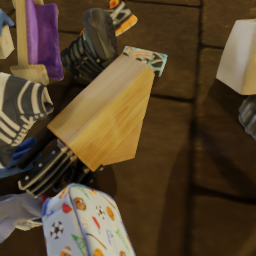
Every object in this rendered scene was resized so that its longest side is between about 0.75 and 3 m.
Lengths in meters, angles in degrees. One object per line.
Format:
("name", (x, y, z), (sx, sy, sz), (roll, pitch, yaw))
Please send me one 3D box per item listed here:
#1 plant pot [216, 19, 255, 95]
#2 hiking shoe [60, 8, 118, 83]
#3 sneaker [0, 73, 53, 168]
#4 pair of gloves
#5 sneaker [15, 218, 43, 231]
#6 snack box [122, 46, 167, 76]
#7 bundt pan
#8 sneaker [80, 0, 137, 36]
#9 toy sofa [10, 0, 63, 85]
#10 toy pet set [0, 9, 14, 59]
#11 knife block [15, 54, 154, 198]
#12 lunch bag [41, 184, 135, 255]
("plant pot", (3.596, -1.977, 7.380), (1.857, 1.646, 1.859), (-4, 23, -2))
("hiking shoe", (-0.994, -1.765, 6.955), (1.480, 2.941, 1.114), (-6, 74, -1))
("sneaker", (-2.139, -0.028, 5.662), (1.082, 1.995, 0.699), (9, 18, -6))
("pair of gloves", (-2.773, 1.276, 5.834), (2.256, 0.320, 2.807), (-20, 45, -7))
("sneaker", (-1.938, 1.782, 5.498), (1.042, 0.444, 0.401), (4, 38, 5))
("snack box", (0.452, -2.096, 8.735), (1.359, 0.252, 0.789), (15, 54, 9))
("bundt pan", (3.968, -0.432, 7.094), (2.090, 0.784, 2.090), (-1, 50, 1))
("sneaker", (-0.903, -3.109, 8.759), (2.650, 1.023, 1.037), (-45, 22, -27))
("toy sofa", (-2.606, -2.663, 7.964), (1.311, 1.112, 2.686), (-4, 80, -11))
("toy pet set", (-4.771, -2.729, 8.209), (2.355, 1.340, 2.523), (0, 38, 1))
("knife block", (-0.921, 0.009, 5.551), (2.542, 2.895, 0.926), (-8, 30, -42))
("lunch bag", (-0.492, 2.037, 4.556), (0.804, 1.705, 2.127), (-33, 54, 12))
